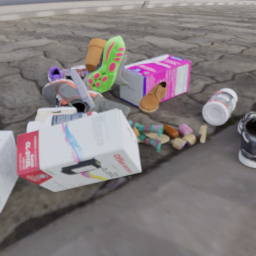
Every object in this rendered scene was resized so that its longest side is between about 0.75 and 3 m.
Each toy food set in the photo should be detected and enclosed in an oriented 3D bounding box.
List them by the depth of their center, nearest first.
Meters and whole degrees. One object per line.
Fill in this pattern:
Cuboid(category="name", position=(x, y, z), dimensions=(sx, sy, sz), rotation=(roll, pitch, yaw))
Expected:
Cuboid(category="toy food set", position=(1.447, 0.274, 9.378), dimensions=(2.217, 0.349, 1.409), rotation=(3, 30, 19))

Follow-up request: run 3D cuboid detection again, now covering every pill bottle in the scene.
Cuboid(category="pill bottle", position=(-1.709, 0.170, 7.598), dimensions=(1.826, 1.092, 1.092), rotation=(-4, 32, -5))
Cuboid(category="pill bottle", position=(3.496, -0.843, 10.565), dimensions=(0.935, 0.935, 1.642), rotation=(17, 36, 26))

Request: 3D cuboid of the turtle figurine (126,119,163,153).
Cuboid(category="turtle figurine", position=(0.073, 0.143, 7.799), dimensions=(1.725, 1.291, 0.868), rotation=(9, 57, 12))

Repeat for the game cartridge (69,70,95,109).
Cuboid(category="game cartridge", position=(-1.130, -0.915, 7.007), dimensions=(0.223, 0.753, 1.161), rotation=(-22, -9, -1))

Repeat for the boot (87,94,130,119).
Cuboid(category="boot", position=(-0.628, -0.390, 8.323), dimensions=(1.120, 1.018, 0.406), rotation=(29, 2, -14))

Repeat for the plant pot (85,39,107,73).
Cuboid(category="plant pot", position=(-1.049, -2.641, 10.984), dimensions=(1.433, 1.433, 1.003), rotation=(19, 75, 27))

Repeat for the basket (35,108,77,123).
Cuboid(category="basket", position=(-2.209, 0.105, 8.766), dimensions=(1.212, 1.223, 0.984), rotation=(-3, 33, -3))

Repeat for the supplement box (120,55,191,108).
Cuboid(category="supplement box", position=(1.195, -2.047, 12.041), dimensions=(2.872, 1.484, 1.453), rotation=(-23, 37, -35))

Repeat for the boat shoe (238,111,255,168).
Cuboid(category="boat shoe", position=(4.128, 0.085, 9.086), dimensions=(1.098, 0.896, 2.971), rotation=(14, 34, 21))

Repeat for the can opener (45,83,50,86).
Cuboid(category="can opener", position=(-2.785, -1.663, 12.317), dimensions=(1.657, 0.551, 0.436), rotation=(-1, 51, -10))

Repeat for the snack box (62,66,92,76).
Cuboid(category="snack box", position=(-2.275, -2.760, 13.526), dimensions=(1.000, 0.338, 2.781), rotation=(-19, 19, -27))

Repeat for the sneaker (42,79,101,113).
Cuboid(category="sneaker", position=(-2.271, -0.991, 10.332), dimensions=(3.000, 1.156, 1.228), rotation=(14, 35, 30))

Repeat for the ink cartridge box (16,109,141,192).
Cuboid(category="ink cartridge box", position=(-1.022, 0.598, 6.350), dimensions=(2.317, 1.689, 0.960), rotation=(-14, 62, 10))

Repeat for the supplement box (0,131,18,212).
Cuboid(category="supplement box", position=(-3.711, 1.325, 6.597), dimensions=(1.374, 1.403, 2.715), rotation=(0, 33, 1))

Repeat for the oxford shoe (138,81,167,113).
Cuboid(category="oxford shoe", position=(0.731, -0.935, 8.040), dimensions=(0.554, 0.553, 1.552), rotation=(26, 39, 10))

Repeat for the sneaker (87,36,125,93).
Cuboid(category="sneaker", position=(-0.694, -2.155, 9.760), dimensions=(0.878, 2.287, 0.958), rotation=(30, 36, -11))

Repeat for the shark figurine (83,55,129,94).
Cuboid(category="shark figurine", position=(-1.303, -2.107, 11.159), dimensions=(1.894, 1.323, 3.170), rotation=(-6, 0, -22))

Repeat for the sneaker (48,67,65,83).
Cuboid(category="sneaker", position=(-3.412, -2.571, 13.445), dimensions=(0.848, 0.878, 2.104), rotation=(-9, 32, -16))
